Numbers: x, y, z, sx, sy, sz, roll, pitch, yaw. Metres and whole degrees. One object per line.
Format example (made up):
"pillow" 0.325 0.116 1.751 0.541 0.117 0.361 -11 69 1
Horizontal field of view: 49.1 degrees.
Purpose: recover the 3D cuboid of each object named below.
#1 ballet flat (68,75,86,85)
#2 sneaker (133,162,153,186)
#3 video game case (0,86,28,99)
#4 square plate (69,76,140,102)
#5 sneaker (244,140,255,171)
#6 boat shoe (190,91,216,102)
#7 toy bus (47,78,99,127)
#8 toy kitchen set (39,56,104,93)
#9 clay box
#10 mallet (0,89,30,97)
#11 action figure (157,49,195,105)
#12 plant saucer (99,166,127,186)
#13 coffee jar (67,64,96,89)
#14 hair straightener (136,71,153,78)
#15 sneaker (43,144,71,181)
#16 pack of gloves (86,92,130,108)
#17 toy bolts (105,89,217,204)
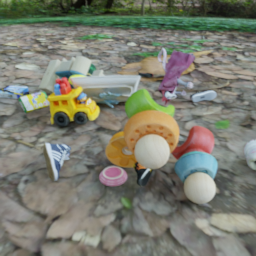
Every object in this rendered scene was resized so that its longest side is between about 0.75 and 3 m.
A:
"ballet flat" -1.684 -1.845 11.164 1.332 0.445 0.447 7 5 -17
"sneaker" 0.305 1.062 6.875 0.483 0.375 1.073 13 25 16
"video game case" -5.488 -1.720 13.414 0.961 0.241 1.061 4 28 10
"square plate" -0.912 -1.506 11.532 2.640 0.375 2.615 -2 -10 -4
"sneaker" 4.247 1.011 7.555 2.218 0.902 0.978 6 28 29
"boat shoe" 3.372 -1.457 12.697 1.247 0.436 0.413 -15 35 -13
"toy bus" -2.083 -1.018 10.393 1.735 1.665 1.177 -3 24 11
"toy kitchen set" -2.343 -1.993 12.762 2.555 1.505 2.047 6 -19 44
"clay box" -3.742 -1.034 11.278 1.113 0.640 0.265 -24 -6 -45
"mallet" -5.159 -1.554 12.760 1.271 0.262 0.419 8 29 -21
"action figure" 1.910 -2.267 12.378 1.982 1.783 2.662 26 70 2
"plant saucer" -0.409 1.288 7.649 0.755 0.191 0.755 -1 29 1
"coffee jar" -2.245 -2.337 13.640 1.361 1.113 2.609 -3 28 -3
"hair straightener" 0.853 -3.061 15.989 0.469 0.249 1.218 -21 34 -35
"sneaker" -1.909 0.912 7.839 0.725 0.469 1.337 2 37 -29
"pack of gloves" -0.765 -1.080 11.440 1.570 0.310 1.319 2 -12 -45
"toy bolts" 0.833 0.879 6.974 2.788 2.663 1.934 24 38 -18
